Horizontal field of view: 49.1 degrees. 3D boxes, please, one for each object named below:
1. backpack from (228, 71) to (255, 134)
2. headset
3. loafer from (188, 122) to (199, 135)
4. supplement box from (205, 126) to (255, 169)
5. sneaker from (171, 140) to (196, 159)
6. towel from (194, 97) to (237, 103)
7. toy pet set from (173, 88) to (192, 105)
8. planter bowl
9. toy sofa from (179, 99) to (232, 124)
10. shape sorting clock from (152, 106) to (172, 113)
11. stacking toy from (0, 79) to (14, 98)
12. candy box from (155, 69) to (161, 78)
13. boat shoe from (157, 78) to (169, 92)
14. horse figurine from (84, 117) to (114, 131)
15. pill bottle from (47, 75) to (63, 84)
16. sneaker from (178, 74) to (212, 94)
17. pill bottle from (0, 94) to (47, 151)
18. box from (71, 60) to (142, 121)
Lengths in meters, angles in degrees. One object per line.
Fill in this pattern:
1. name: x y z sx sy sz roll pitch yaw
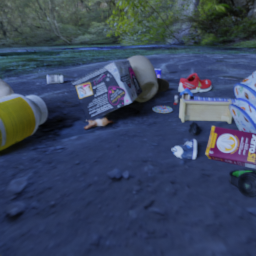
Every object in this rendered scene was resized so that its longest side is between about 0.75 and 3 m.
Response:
1. backpack: 4.146 -0.586 8.565 1.791 2.214 2.325 -28 13 -1
2. headset: 2.978 1.356 6.217 1.049 0.798 1.699 -1 5 -12
3. loafer: 2.299 0.054 9.612 0.357 0.345 1.017 40 20 2
4. supplement box: 2.940 0.539 7.481 1.507 0.832 0.646 11 -12 27
5. sneaker: 1.637 0.584 8.259 0.696 0.383 0.950 8 27 8
6. towel: 4.055 -1.014 12.351 2.191 0.261 1.586 5 28 8
7. toy pet set: 2.842 -1.494 13.412 1.178 0.626 1.100 7 22 15
8. planter bowl: 0.553 -2.185 13.597 2.168 2.168 1.459 -13 50 -31
9. toy sofa: 3.054 -0.724 11.106 1.988 0.823 0.970 2 22 5
10. shape sorting clock: 1.496 -0.812 12.223 0.868 0.170 0.868 0 18 0
11. stacking toy: -5.591 -0.818 10.174 2.803 2.048 2.048 4 19 39
12. candy box: 1.446 -3.123 17.201 1.165 0.985 0.449 7 24 15
13. boat shoe: 1.166 -2.501 15.792 2.283 0.821 0.776 2 22 6
14. horse figurine: -1.103 -0.200 10.481 1.185 0.296 0.785 -7 14 -11
15. pill bottle: -4.599 -3.051 17.627 0.956 0.544 0.544 -4 21 -13
16. sneaker: 3.792 -2.504 15.504 2.413 1.025 0.929 -15 25 -35
17. pill bottle: -3.811 -0.216 8.810 1.494 1.494 2.667 9 22 22
18. box: -0.676 -1.593 11.189 1.869 1.623 2.829 -22 11 16
